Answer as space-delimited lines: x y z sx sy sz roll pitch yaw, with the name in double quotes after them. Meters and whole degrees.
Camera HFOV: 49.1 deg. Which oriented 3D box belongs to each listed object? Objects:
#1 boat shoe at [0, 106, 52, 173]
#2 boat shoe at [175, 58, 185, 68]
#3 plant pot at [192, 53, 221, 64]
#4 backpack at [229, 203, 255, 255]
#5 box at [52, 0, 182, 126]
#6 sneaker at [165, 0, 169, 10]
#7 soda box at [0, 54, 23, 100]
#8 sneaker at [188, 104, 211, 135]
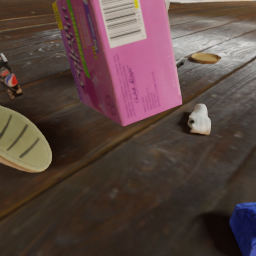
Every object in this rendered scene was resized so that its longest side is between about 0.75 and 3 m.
-1.946 0.063 3.894 1.860 0.636 0.695 36 45 -12 "boat shoe"
2.594 -3.178 13.745 0.268 0.324 0.945 30 46 26 "boat shoe"
4.050 -3.613 14.551 1.479 0.203 1.479 0 30 0 "plant pot"
2.323 1.748 4.983 0.768 0.793 0.945 4 27 -7 "backpack"
-0.355 -1.632 5.794 1.319 2.399 2.727 -21 23 -18 "box"
0.814 -4.229 9.465 1.209 1.102 2.949 -36 20 0 "sneaker"
-3.071 -1.273 7.087 0.360 1.136 0.402 -29 57 -18 "soda box"
2.159 -0.332 8.724 0.601 0.527 1.500 0 31 5 "sneaker"
